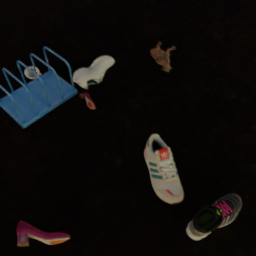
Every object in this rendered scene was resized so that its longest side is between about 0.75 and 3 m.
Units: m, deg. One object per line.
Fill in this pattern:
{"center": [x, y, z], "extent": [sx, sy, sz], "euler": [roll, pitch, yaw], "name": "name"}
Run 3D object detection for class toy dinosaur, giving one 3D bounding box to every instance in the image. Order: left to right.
{"center": [1.567, -3.620, 14.034], "extent": [1.781, 0.764, 1.207], "euler": [34, 65, 30], "name": "toy dinosaur"}

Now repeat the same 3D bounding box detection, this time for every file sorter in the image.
{"center": [-4.030, -1.850, 11.929], "extent": [2.009, 1.776, 2.895], "euler": [36, 60, 26], "name": "file sorter"}

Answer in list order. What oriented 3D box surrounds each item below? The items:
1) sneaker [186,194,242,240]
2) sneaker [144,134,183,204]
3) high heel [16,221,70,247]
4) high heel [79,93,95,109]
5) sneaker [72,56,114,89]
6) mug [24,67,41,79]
{"center": [2.783, 2.705, 8.744], "extent": [2.116, 0.926, 0.781], "euler": [-28, 61, -15], "name": "sneaker"}
{"center": [1.195, 1.351, 9.724], "extent": [0.904, 1.200, 2.567], "euler": [-12, 53, -9], "name": "sneaker"}
{"center": [-2.591, 3.177, 8.606], "extent": [1.563, 0.526, 0.750], "euler": [-1, 52, -14], "name": "high heel"}
{"center": [-1.659, -1.217, 12.376], "extent": [1.031, 0.348, 0.496], "euler": [47, 39, 19], "name": "high heel"}
{"center": [-1.493, -2.576, 13.245], "extent": [2.268, 0.845, 0.988], "euler": [-38, 71, -18], "name": "sneaker"}
{"center": [-4.516, -2.601, 13.302], "extent": [0.779, 0.575, 0.683], "euler": [3, 7, -38], "name": "mug"}
